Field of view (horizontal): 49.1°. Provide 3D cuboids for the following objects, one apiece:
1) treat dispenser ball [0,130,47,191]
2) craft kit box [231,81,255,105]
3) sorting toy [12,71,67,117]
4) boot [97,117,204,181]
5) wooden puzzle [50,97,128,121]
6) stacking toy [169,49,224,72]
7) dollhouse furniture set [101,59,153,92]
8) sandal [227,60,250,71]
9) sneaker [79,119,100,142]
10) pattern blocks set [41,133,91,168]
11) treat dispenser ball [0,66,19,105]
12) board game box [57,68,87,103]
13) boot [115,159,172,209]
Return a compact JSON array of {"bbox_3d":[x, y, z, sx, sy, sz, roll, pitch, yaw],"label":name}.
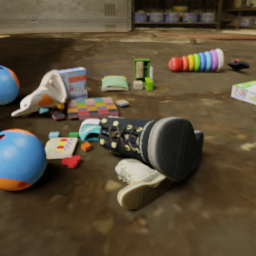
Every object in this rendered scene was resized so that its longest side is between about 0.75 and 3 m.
[{"bbox_3d":[-2.267,0.641,5.624,1.214,1.214,1.214,0,24,0],"label":"treat dispenser ball"},{"bbox_3d":[5.788,-1.318,10.888,2.419,0.587,2.389,-13,30,-28],"label":"craft kit box"},{"bbox_3d":[-3.069,-0.946,9.510,1.706,1.012,1.895,-23,27,9],"label":"sorting toy"},{"bbox_3d":[0.215,0.283,5.827,2.291,1.095,3.034,9,-1,25],"label":"boot"},{"bbox_3d":[-1.315,-0.684,9.834,2.766,0.194,1.640,-6,24,-12],"label":"wooden puzzle"},{"bbox_3d":[3.675,-3.594,15.444,2.867,1.224,1.224,-4,24,2],"label":"stacking toy"},{"bbox_3d":[-0.081,-2.368,12.490,2.261,1.134,1.481,-2,24,-4],"label":"dollhouse furniture set"},{"bbox_3d":[6.067,-3.454,15.256,0.661,0.397,1.759,34,1,-16],"label":"sandal"},{"bbox_3d":[-0.512,0.153,7.671,1.628,0.631,0.649,-4,44,2],"label":"sneaker"},{"bbox_3d":[-1.733,0.522,7.159,1.517,0.140,1.726,3,24,7],"label":"pattern blocks set"},{"bbox_3d":[-4.802,-1.563,10.375,1.436,1.436,1.436,0,24,0],"label":"treat dispenser ball"},{"bbox_3d":[-2.186,-1.627,10.755,1.202,1.177,0.336,-17,29,-35],"label":"board game box"},{"bbox_3d":[0.072,1.048,5.531,1.354,0.488,1.047,-13,27,-43],"label":"boot"}]
